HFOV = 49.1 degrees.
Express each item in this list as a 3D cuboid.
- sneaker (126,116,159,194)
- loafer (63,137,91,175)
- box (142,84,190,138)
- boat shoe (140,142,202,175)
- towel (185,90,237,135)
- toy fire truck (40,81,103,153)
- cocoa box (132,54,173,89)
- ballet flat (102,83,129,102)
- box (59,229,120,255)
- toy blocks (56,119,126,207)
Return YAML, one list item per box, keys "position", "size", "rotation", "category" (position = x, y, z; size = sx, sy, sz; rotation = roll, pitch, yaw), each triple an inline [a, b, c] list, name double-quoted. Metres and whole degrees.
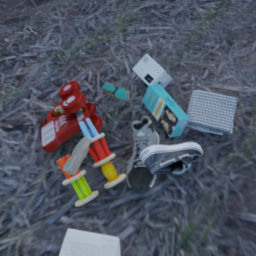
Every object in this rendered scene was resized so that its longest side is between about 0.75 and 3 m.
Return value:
- position: [0.393, 0.702, 9.647]
  size: [1.060, 1.631, 2.825]
  rotation: [-3, 44, 15]
  category: "sneaker"
- position: [-1.533, 0.880, 8.782]
  size: [0.456, 0.399, 1.269]
  rotation: [13, 66, 52]
  category: "loafer"
- position: [1.467, -0.734, 11.346]
  size: [0.561, 0.939, 2.282]
  rotation: [-6, 45, -32]
  category: "box"
- position: [1.646, 1.104, 9.343]
  size: [2.741, 0.983, 0.929]
  rotation: [4, 47, -42]
  category: "boat shoe"
- position: [3.305, -0.607, 11.089]
  size: [1.855, 0.794, 1.536]
  rotation: [13, 72, 9]
  category: "towel"
- position: [-2.413, -0.405, 10.738]
  size: [2.261, 1.510, 2.692]
  rotation: [-33, 35, 1]
  category: "toy fire truck"
- position: [1.115, -2.432, 12.756]
  size: [0.980, 0.965, 1.470]
  rotation: [-47, 54, 12]
  category: "cocoa box"
- position: [-0.437, -1.472, 11.786]
  size: [1.557, 0.491, 0.534]
  rotation: [35, 87, 35]
  category: "ballet flat"
- position: [-0.974, 3.481, 7.408]
  size: [1.420, 1.412, 0.928]
  rotation: [7, 49, 6]
  category: "box"
- position: [-1.417, 1.046, 9.150]
  size: [1.951, 0.850, 2.341]
  rotation: [-28, 90, -21]
  category: "toy blocks"
